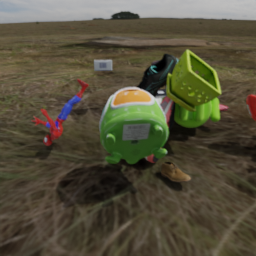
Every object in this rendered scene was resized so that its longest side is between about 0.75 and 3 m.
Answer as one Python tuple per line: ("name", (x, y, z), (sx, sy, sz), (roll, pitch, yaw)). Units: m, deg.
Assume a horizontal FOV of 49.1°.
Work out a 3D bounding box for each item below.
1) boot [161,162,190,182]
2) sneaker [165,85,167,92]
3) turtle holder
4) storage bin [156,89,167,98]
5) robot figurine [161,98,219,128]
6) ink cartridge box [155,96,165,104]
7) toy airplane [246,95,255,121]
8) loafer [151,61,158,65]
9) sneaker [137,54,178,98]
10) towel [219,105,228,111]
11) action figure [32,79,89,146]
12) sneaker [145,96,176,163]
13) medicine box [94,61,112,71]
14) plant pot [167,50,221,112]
("boot", (1.307, 1.245, 7.924), (0.403, 0.413, 1.094), (-13, 14, -31))
("sneaker", (1.947, -1.841, 11.803), (0.693, 0.623, 1.605), (11, -1, 7))
("turtle holder", (0.205, -0.003, 7.413), (1.758, 2.313, 1.643), (-21, 52, 17))
("storage bin", (1.638, -1.440, 13.919), (1.544, 0.724, 1.044), (-4, 24, -11))
("robot figurine", (2.469, -0.899, 11.297), (2.376, 1.567, 2.708), (-1, 11, 7))
("ink cartridge box", (0.872, -1.047, 11.614), (1.093, 0.340, 1.359), (1, 15, 34))
("toy airplane", (5.309, 0.204, 9.175), (2.870, 2.025, 2.858), (27, 17, -38))
("loafer", (1.798, -2.679, 12.115), (0.689, 0.787, 2.189), (32, 26, 28))
("sneaker", (0.797, -1.698, 10.295), (1.034, 2.609, 0.984), (31, 26, -44))
("towel", (3.779, -0.941, 13.445), (1.703, 0.192, 1.232), (-13, 25, -30))
("action figure", (-2.355, -0.605, 9.131), (1.186, 2.397, 0.782), (27, 1, -9))
("sneaker", (0.797, -0.200, 9.445), (1.253, 1.065, 2.889), (15, 48, 17))
("medicine box", (-1.114, -2.770, 12.427), (0.768, 0.434, 0.843), (-2, 13, -5))
("plant pot", (2.038, -1.446, 9.200), (1.394, 1.265, 1.387), (30, 39, -19))
